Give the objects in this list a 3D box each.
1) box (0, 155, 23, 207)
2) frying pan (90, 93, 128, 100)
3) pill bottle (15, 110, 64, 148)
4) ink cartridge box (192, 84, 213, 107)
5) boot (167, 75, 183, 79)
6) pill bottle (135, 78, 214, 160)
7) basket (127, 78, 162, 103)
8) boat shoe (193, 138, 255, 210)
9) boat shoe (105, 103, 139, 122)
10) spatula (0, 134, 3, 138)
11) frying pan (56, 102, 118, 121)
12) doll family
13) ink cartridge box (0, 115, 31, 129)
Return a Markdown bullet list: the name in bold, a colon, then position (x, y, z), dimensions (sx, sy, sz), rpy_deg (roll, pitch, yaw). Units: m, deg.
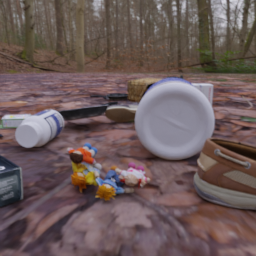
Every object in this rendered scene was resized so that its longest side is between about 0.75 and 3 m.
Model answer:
- **box**: position (-3.090, 0.875, 4.047), dimensions (2.410, 0.554, 1.915), rpy_deg (-13, 19, -43)
- **frying pan**: position (-0.840, -1.626, 14.838), dimensions (1.266, 0.341, 2.093), rpy_deg (11, 19, 40)
- **pill bottle**: position (-2.232, 0.027, 7.100), dimensions (0.776, 0.776, 1.398), rpy_deg (2, 14, 9)
- **ink cartridge box**: position (3.076, -1.506, 12.875), dimensions (1.374, 1.012, 0.994), rpy_deg (1, 13, 0)
- **boot**: position (1.445, -1.490, 11.787), dimensions (2.173, 1.503, 0.842), rpy_deg (11, 17, 40)
- **pill bottle**: position (1.100, -0.410, 6.995), dimensions (1.647, 1.647, 2.846), rpy_deg (2, 14, 7)
- **basket**: position (0.912, -1.697, 13.283), dimensions (1.232, 1.181, 1.654), rpy_deg (12, 20, 38)
- **boat shoe**: position (2.340, 0.678, 3.909), dimensions (2.806, 1.007, 1.063), rpy_deg (5, 15, 21)
- **boat shoe**: position (-0.009, -0.591, 9.598), dimensions (1.688, 0.607, 0.547), rpy_deg (-3, 41, -19)
- **spatula**: position (-3.899, 0.108, 8.048), dimensions (0.422, 0.153, 1.492), rpy_deg (11, 4, -45)
- **frying pan**: position (-1.343, -0.555, 9.207), dimensions (1.669, 0.449, 2.760), rpy_deg (-7, 4, 8)
- **doll family**: position (-0.412, 0.814, 4.553), dimensions (1.456, 0.656, 0.904), rpy_deg (20, 10, 8)
- **ink cartridge box**: position (-3.711, -0.202, 8.976), dimensions (1.111, 0.329, 0.577), rpy_deg (-3, 14, -11)
